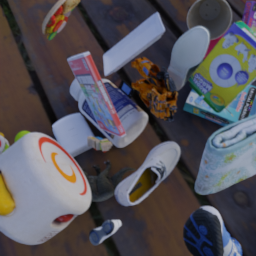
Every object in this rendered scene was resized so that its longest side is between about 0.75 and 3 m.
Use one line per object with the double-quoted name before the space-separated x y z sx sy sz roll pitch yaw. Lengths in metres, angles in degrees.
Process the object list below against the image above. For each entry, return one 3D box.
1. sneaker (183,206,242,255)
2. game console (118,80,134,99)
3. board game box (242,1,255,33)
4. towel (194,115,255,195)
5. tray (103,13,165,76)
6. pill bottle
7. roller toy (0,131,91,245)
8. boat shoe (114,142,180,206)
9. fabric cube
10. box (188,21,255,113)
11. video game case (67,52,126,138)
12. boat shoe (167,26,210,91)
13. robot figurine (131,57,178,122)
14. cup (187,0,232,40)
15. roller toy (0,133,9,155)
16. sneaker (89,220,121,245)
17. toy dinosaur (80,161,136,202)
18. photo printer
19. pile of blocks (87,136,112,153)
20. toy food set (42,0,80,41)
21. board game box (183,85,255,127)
"sneaker" 2.049 2.783 6.628 1.033 2.682 1.016 -33 34 -28
"game console" -0.221 -1.494 11.677 0.772 0.679 0.449 44 42 19
"board game box" 3.955 -2.908 9.052 1.211 2.018 0.326 -7 23 -37
"towel" 3.318 0.706 7.874 2.920 2.500 0.703 -20 49 -12
"tray" 0.161 -2.751 9.457 2.478 0.275 1.330 -32 40 24
"pill bottle" -0.811 -0.782 10.608 1.643 1.643 2.961 -40 70 -18
"roller toy" -2.297 1.537 7.015 1.851 2.416 2.649 -38 23 4
"boat shoe" 0.746 1.296 8.123 2.570 0.897 0.911 -37 100 -24
"fabric cube" 3.673 -4.037 12.534 1.273 1.249 1.269 -17 66 -9
"box" 2.805 -1.581 8.035 0.595 2.458 1.442 -28 70 -41
"video game case" -0.902 -0.890 7.696 0.202 1.659 2.320 -31 110 -18
"boat shoe" 1.874 -2.201 8.693 0.926 2.543 0.786 38 59 11
"robot figurine" 0.832 -1.240 9.142 0.707 1.761 2.430 -15 41 -15
"cup" 2.537 -3.551 8.744 1.311 1.311 0.938 14 44 7
"roller toy" -4.931 0.694 10.409 0.864 0.662 0.947 -31 77 -12
"sneaker" -0.476 2.179 5.829 0.888 0.387 0.331 -38 63 31
"toy dinosaur" -1.122 1.989 9.700 2.846 1.095 1.455 -9 76 -13
"photo printer" -2.088 0.231 10.707 1.319 0.550 1.585 -26 66 -13
"pile of blocks" -0.609 0.373 6.024 0.318 0.241 0.775 -15 22 -38
"toy food set" -2.087 -3.402 8.582 0.359 1.460 1.475 39 67 -12
"board game box" 3.873 -1.137 11.378 2.653 0.622 2.002 24 65 12
